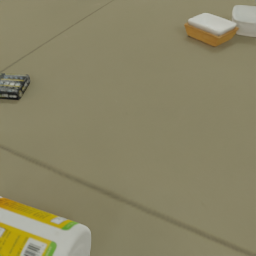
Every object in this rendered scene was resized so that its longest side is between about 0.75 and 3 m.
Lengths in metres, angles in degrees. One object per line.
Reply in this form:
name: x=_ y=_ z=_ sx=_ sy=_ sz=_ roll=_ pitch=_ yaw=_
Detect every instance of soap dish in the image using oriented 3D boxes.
soap dish: x=3.302 y=-3.936 z=11.218 sx=1.330 sy=0.686 sz=1.690 roll=-31 pitch=52 yaw=-29

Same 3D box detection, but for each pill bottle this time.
pill bottle: x=-1.951 y=1.896 z=4.508 sx=2.426 sy=1.347 sz=1.347 roll=13 pitch=45 yaw=14

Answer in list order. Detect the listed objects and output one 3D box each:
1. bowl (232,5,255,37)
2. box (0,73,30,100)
bowl: x=5.284 y=-4.405 z=11.700 sx=1.927 sy=0.719 sz=1.924 roll=11 pitch=44 yaw=12
box: x=-3.838 y=-1.311 z=8.692 sx=1.270 sy=0.312 sz=1.024 roll=3 pitch=45 yaw=3
